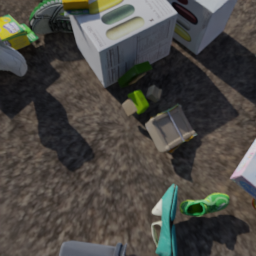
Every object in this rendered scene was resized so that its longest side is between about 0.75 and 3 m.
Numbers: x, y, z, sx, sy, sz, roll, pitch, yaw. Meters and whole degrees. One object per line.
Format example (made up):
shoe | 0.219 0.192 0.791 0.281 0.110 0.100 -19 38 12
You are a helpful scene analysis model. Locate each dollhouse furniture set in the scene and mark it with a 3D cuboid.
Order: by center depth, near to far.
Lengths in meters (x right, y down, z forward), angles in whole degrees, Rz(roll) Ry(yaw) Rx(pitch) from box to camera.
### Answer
dollhouse furniture set | 0.723 -0.543 8.625 1.393 1.076 2.787 -27 88 -34

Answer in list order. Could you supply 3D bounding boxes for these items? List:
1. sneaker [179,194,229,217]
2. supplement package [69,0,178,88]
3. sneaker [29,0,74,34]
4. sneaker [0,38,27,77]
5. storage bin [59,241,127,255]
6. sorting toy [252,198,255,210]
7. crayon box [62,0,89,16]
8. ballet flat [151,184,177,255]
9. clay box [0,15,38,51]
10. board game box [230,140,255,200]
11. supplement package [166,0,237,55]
sneaker | 2.045 2.097 7.373 1.343 0.561 0.498 -13 92 -1
supplement package | -0.177 -3.044 8.906 2.608 1.965 1.979 -30 71 -11
sneaker | -1.974 -3.764 9.655 2.883 1.125 1.228 -16 70 -7
sneaker | -3.941 -2.028 8.197 0.901 2.312 1.149 21 77 25
storage bin | -0.979 3.689 6.416 1.504 1.630 2.239 10 71 5
sorting toy | 3.940 2.306 7.559 1.161 0.404 1.154 3 67 -10
crayon box | -1.506 -3.735 7.946 0.723 0.297 1.150 -7 67 -7
ballet flat | 0.929 2.406 7.248 0.666 0.637 1.891 0 82 18
clay box | -4.457 -2.932 9.289 2.554 0.608 1.468 -33 54 -19
board game box | 4.710 1.212 7.585 2.885 0.626 2.871 41 66 6
supplement package | 2.147 -4.073 9.252 2.171 2.076 1.597 42 74 15
